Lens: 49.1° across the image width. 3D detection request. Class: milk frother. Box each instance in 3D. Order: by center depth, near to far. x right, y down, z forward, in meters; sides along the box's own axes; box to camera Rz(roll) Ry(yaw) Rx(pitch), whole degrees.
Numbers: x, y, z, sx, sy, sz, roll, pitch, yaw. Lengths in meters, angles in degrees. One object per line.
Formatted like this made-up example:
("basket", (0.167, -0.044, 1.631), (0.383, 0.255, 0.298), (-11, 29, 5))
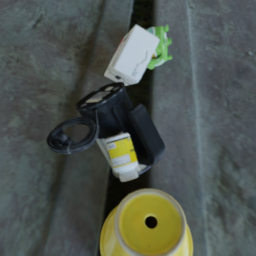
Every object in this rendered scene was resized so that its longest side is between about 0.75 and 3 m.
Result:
("milk frother", (-0.648, 0.474, 8.303), (2.809, 2.642, 2.535), (-32, 23, -13))

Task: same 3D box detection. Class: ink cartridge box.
("ink cartridge box", (0.050, -2.676, 10.875), (1.037, 2.476, 1.787), (27, 89, -15))

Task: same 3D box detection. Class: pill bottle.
("pill bottle", (-0.134, 0.815, 7.675), (0.683, 0.683, 1.228), (-16, 87, -11))

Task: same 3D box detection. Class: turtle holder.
("turtle holder", (1.215, -3.585, 12.770), (1.417, 1.516, 1.996), (-4, 90, 15))

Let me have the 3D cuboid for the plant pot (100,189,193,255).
("plant pot", (0.508, 2.842, 7.321), (2.590, 2.437, 2.590), (1, 53, -1))
